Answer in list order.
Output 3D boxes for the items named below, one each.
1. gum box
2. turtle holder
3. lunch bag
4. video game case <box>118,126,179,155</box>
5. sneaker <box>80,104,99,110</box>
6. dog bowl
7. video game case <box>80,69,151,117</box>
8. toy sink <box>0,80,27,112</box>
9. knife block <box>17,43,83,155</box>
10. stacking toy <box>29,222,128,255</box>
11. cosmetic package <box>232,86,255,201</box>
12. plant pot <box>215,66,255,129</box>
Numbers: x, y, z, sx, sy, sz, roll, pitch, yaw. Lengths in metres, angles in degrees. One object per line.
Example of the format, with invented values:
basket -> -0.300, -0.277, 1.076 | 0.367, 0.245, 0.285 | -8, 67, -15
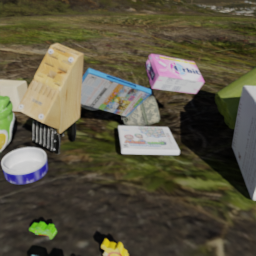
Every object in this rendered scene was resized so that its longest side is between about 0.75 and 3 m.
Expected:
gum box -> 1.443, -1.733, 9.078 | 1.773, 0.586, 1.006 | 4, 51, -23
turtle holder -> -4.120, -0.031, 8.099 | 2.524, 1.792, 1.918 | 21, 32, 32
lunch bag -> 0.401, -0.733, 10.311 | 1.318, 1.095, 1.571 | -16, 25, 8
video game case -> 0.585, 0.368, 8.862 | 1.745, 0.207, 1.588 | 2, 26, -7
sneaker -> -1.815, -1.219, 9.259 | 0.861, 0.851, 2.169 | 12, -10, 47
dog bowl -> -2.775, 1.003, 7.569 | 1.139, 0.449, 1.139 | 0, 28, 0
video game case -> -0.552, -0.991, 8.496 | 2.054, 1.470, 0.183 | 15, 55, -27
toy sink -> -4.994, -1.350, 11.440 | 1.601, 1.043, 0.897 | 4, 28, 9
knife block -> -1.909, -0.653, 8.129 | 0.889, 2.778, 2.438 | 25, -4, 15
stacking toy -> -1.209, 2.490, 4.792 | 2.062, 0.484, 1.555 | 7, 27, 18
cosmetic package -> 4.050, 0.326, 7.064 | 2.090, 2.103, 2.513 | 3, 27, 8
plant pot -> 4.182, -1.004, 9.458 | 2.121, 2.233, 2.233 | -24, 27, 7
